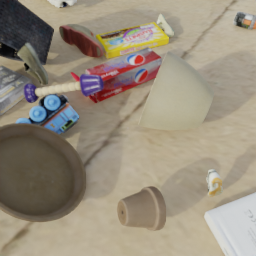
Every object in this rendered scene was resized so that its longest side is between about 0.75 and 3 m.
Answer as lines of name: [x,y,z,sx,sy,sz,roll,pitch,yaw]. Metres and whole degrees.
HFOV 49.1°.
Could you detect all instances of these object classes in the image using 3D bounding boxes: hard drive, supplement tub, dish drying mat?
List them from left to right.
dish drying mat: [-1.374,-1.281,8.763,0.115,0.486,1.265,-42,58,5]
supplement tub: [4.766,-4.313,11.292,0.895,0.548,0.548,27,55,20]
hard drive: [3.276,2.164,5.912,2.733,0.365,1.803,-16,51,-13]

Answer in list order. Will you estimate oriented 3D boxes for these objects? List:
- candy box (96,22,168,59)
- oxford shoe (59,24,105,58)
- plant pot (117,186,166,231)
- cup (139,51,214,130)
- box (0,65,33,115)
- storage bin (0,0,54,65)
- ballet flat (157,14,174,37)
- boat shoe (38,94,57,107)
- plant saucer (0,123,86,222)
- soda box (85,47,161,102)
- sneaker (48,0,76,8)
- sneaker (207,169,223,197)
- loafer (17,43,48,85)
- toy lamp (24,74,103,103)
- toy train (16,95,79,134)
candy box: [0.152,-3.364,10.633,2.483,0.328,1.269,-18,54,-14]
oxford shoe: [-1.552,-3.340,10.298,0.873,0.822,2.333,-35,58,-29]
plant pot: [0.222,1.684,5.703,0.779,0.893,0.893,-2,47,-25]
cup: [1.347,-0.760,7.443,1.493,2.088,2.088,23,52,4]
box: [-4.054,-1.110,8.644,1.407,0.429,1.777,26,54,20]
storage bin: [-3.824,-3.036,8.564,1.879,2.779,1.303,14,90,18]
ballet flat: [1.386,-4.069,11.183,0.478,0.478,1.377,-13,51,-11]
boat shoe: [-2.351,-0.801,8.298,0.439,0.563,1.240,-3,50,-3]
plant saucer: [-2.082,0.947,6.215,2.465,0.363,2.465,27,36,-22]
soda box: [-0.107,-1.754,8.978,2.370,0.751,0.830,-26,53,-19]
sneaker: [-3.300,-5.878,12.402,2.570,1.119,0.958,20,52,40]
sneaker: [1.910,1.223,6.233,0.315,0.832,0.365,-11,48,-1]
loafer: [-2.860,-1.834,8.396,0.512,1.471,0.553,-33,52,-14]
toy lamp: [-1.744,-1.081,7.692,2.144,0.624,0.624,-6,49,13]
toy train: [-2.163,-0.107,7.419,1.749,0.758,0.999,-42,93,-13]
